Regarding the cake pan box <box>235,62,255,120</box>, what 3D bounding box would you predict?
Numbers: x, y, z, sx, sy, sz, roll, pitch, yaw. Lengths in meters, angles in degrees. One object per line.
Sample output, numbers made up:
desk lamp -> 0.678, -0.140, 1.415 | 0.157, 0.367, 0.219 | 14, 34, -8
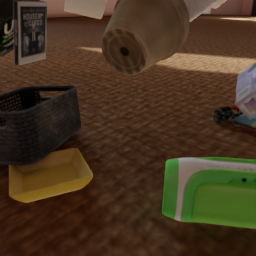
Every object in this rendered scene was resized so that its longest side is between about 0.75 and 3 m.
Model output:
cake pan box -> 2.543, -0.969, 4.738 | 0.414, 1.459, 1.584 | 44, 35, -5

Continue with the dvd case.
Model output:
dvd case -> -1.568, -1.537, 4.521 | 0.117, 0.943, 0.709 | 18, 27, 14

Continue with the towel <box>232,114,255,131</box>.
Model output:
towel -> 4.554, -0.405, 7.878 | 2.591, 0.281, 1.900 | -24, 24, -21

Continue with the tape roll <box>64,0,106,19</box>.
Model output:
tape roll -> -1.371, -4.761, 9.393 | 1.302, 1.896, 1.896 | 8, 25, -14

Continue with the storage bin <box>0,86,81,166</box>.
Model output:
storage bin -> -2.381, -0.194, 6.716 | 1.696, 1.176, 2.509 | 2, 21, 16

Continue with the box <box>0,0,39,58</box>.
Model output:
box -> -2.455, -2.397, 5.261 | 1.037, 1.669, 1.239 | 35, 53, 0

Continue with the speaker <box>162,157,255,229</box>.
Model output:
speaker -> 1.869, 1.097, 4.625 | 2.538, 1.122, 1.122 | 4, 27, 8

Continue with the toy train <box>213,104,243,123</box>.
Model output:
toy train -> 3.412, -0.583, 8.660 | 1.964, 0.450, 0.335 | -14, 30, -26

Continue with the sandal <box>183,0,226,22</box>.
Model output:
sandal -> 2.464, -4.265, 9.010 | 2.929, 1.122, 0.839 | -34, -5, 11

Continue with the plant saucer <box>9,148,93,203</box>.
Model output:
plant saucer -> -1.568, 0.950, 5.603 | 1.475, 0.357, 1.474 | -11, 22, -19

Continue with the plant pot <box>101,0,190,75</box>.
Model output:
plant pot -> 0.224, -1.820, 5.477 | 1.623, 1.623, 1.409 | 13, 46, 24
